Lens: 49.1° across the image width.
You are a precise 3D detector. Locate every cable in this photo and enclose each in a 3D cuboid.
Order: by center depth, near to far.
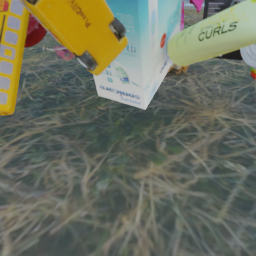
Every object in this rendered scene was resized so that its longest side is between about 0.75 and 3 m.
[{"bbox_3d":[3.058,-1.921,6.112,0.450,1.299,1.299,-4,30,-22],"label":"cable"}]

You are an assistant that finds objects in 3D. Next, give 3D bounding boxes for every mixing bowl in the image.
[{"bbox_3d":[-3.014,-3.043,7.960,1.926,1.926,1.043,8,-10,14],"label":"mixing bowl"}]

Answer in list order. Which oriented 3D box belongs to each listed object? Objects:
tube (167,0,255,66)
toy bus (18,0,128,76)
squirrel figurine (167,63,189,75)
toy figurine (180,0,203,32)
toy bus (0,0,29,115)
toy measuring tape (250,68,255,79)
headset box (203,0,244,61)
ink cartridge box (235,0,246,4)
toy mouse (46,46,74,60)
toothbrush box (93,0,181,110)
[{"bbox_3d":[1.471,-1.488,4.315,0.666,0.744,2.565,-7,6,-19],"label":"tube"},{"bbox_3d":[-0.710,-1.308,2.708,0.608,1.868,0.731,-49,57,-2],"label":"toy bus"},{"bbox_3d":[1.921,-3.087,12.507,1.613,1.223,1.729,9,32,3],"label":"squirrel figurine"},{"bbox_3d":[0.754,-3.058,7.386,2.395,2.602,1.954,6,-3,40],"label":"toy figurine"},{"bbox_3d":[-2.598,-1.728,5.307,1.108,2.831,0.921,11,-7,-36],"label":"toy bus"},{"bbox_3d":[3.529,-1.478,7.451,0.390,0.390,1.059,4,9,7],"label":"toy measuring tape"},{"bbox_3d":[3.090,-3.245,8.019,1.777,2.388,0.922,10,36,18],"label":"headset box"},{"bbox_3d":[2.298,-2.882,5.270,1.857,0.403,1.840,28,13,-25],"label":"ink cartridge box"},{"bbox_3d":[-1.534,-2.393,8.495,2.520,0.488,2.240,-3,21,37],"label":"toy mouse"},{"bbox_3d":[0.163,-2.148,5.522,1.227,2.876,2.106,19,55,19],"label":"toothbrush box"}]
